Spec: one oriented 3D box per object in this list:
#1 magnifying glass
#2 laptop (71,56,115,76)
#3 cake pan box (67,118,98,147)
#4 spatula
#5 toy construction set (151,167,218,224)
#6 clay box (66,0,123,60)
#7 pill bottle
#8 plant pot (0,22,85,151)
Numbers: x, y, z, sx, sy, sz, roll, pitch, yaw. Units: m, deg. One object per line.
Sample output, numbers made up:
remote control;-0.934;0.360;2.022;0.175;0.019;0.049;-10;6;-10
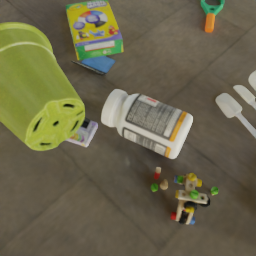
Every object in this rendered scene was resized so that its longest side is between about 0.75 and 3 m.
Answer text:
magnifying glass;3.289;-4.605;11.071;0.907;0.255;2.280;12;60;7
laptop;-1.157;-2.251;9.416;1.024;1.093;0.634;25;99;15
cake pan box;-1.391;0.082;8.235;0.771;0.219;0.837;20;61;9
spatula;3.947;-0.451;8.369;1.623;0.187;2.334;-33;68;-2
toy construction set;1.303;1.454;6.814;1.579;1.214;1.317;31;63;18
clay box;-1.317;-3.784;10.273;1.626;0.674;2.830;-13;58;-9
pill bottle;0.502;-0.171;7.724;2.273;1.323;1.323;25;62;13
plant pot;-2.497;-0.855;7.313;2.724;2.724;2.587;-37;65;-20
